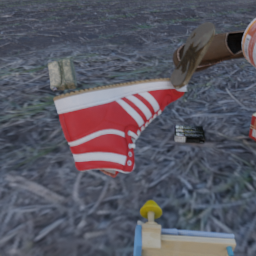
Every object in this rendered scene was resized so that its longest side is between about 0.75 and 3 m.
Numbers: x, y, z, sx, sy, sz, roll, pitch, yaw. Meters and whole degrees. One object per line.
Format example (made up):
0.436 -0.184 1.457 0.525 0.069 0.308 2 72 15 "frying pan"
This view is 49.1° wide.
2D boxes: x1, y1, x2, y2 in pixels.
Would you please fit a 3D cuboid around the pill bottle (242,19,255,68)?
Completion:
3.752 -1.746 6.417 1.514 1.514 2.700 1 29 2 "pill bottle"

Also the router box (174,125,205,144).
2.134 0.210 9.801 1.017 0.260 0.758 4 34 6 "router box"

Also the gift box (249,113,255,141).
4.948 0.008 9.406 1.146 1.133 1.228 -27 45 -21 "gift box"

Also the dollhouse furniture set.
1.220 2.072 5.084 2.240 2.373 1.549 1 34 2 "dollhouse furniture set"

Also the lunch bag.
-2.195 -1.731 9.276 0.830 0.990 0.690 -10 -5 0 "lunch bag"

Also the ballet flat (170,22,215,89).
1.268 -1.375 5.434 0.474 1.408 0.326 28 1 40 "ballet flat"

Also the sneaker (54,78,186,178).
0.107 -0.057 5.624 2.978 1.675 1.061 -15 5 -33 "sneaker"

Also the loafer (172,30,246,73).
2.572 -2.355 8.084 2.646 0.966 0.939 -17 -4 2 "loafer"
